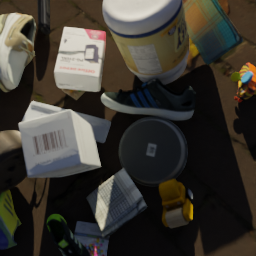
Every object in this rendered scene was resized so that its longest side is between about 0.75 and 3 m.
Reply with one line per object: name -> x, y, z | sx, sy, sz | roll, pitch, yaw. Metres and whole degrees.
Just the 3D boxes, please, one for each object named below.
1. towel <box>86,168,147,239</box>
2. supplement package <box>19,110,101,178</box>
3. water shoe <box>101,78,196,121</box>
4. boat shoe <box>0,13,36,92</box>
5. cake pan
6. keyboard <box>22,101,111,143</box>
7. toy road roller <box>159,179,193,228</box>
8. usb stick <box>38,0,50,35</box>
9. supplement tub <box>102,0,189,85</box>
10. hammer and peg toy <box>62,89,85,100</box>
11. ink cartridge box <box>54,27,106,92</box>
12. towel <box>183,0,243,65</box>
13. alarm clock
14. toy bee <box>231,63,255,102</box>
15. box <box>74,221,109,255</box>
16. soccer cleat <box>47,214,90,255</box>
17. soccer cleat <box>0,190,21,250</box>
towel -> -0.311, 1.658, 6.340 | 1.208, 0.217, 1.255 | -37, 43, 0
supplement package -> -1.402, 0.444, 6.220 | 1.116, 1.909, 1.120 | -15, 79, 3
water shoe -> 0.527, -0.867, 7.382 | 2.458, 0.879, 0.970 | 9, 110, 5
boat shoe -> -3.270, -2.335, 8.174 | 0.947, 1.034, 2.768 | -9, 64, 3
cake pan -> 0.569, 0.559, 6.879 | 1.738, 0.319, 1.738 | -2, 82, 14
keyboard -> -1.691, -0.178, 7.696 | 2.377, 0.127, 0.669 | 14, 71, 7
toy road roller -> 1.013, 1.627, 6.266 | 0.621, 0.738, 1.010 | -26, 24, 27
usb stick -> -2.716, -3.958, 9.029 | 0.320, 0.544, 1.961 | -8, 73, 4
supplement tub -> 0.593, -2.416, 7.194 | 1.843, 2.552, 1.843 | -7, 64, 15
hammer and peg toy -> -1.454, -1.216, 8.064 | 0.578, 0.277, 0.785 | 33, 64, 13
ink cartridge box -> -1.277, -1.886, 7.690 | 1.172, 0.683, 1.619 | 6, 63, -3
towel -> 2.096, -2.957, 7.850 | 0.236, 1.592, 2.172 | -33, 90, -19
alarm clock -> -2.633, 0.747, 6.447 | 0.718, 1.455, 2.156 | 37, 33, 17
toy bee -> 3.269, -1.171, 7.841 | 0.979, 0.813, 1.496 | 41, 39, 0
box -> -0.862, 2.678, 6.291 | 0.789, 0.208, 1.012 | 8, 66, 4
soccer cleat -> -1.220, 2.398, 5.683 | 0.476, 0.571, 1.409 | -36, 85, -6
soccer cleat -> -2.794, 2.087, 6.514 | 0.575, 0.445, 1.375 | 7, 58, -26
